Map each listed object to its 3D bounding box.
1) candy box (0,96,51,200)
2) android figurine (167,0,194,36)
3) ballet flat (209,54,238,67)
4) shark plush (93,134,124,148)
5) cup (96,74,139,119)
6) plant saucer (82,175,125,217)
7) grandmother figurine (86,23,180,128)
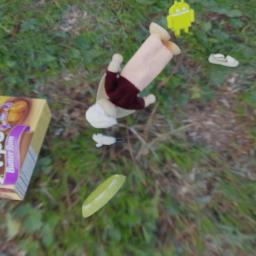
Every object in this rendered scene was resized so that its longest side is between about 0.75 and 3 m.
[{"bbox_3d":[-3.350,0.457,7.735,1.653,0.800,2.832,5,54,4],"label":"candy box"},{"bbox_3d":[1.415,-2.985,7.595,0.816,0.896,0.184,-20,31,-16],"label":"android figurine"},{"bbox_3d":[3.436,-2.421,10.001,1.064,0.332,0.359,8,56,5],"label":"ballet flat"},{"bbox_3d":[-0.581,0.278,8.117,0.912,0.415,0.380,-7,16,5],"label":"shark plush"},{"bbox_3d":[-0.265,-0.888,8.458,1.007,1.408,1.408,7,52,-24],"label":"cup"},{"bbox_3d":[-0.550,1.365,5.859,0.184,1.182,1.182,48,64,-4],"label":"plant saucer"},{"bbox_3d":[0.064,-1.153,7.368,2.978,1.806,0.902,-47,27,2],"label":"grandmother figurine"}]
